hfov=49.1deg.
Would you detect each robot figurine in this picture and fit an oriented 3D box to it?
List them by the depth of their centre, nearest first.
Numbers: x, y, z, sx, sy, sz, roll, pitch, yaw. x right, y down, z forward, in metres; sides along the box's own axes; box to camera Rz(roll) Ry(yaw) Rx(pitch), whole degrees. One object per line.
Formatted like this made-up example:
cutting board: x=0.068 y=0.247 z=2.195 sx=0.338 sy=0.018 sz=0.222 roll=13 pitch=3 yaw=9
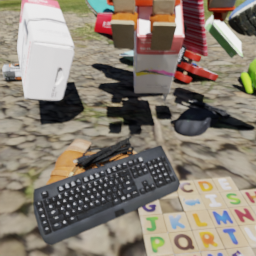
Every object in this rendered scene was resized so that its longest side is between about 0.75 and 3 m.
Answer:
robot figurine: x=5.129 y=-1.873 z=10.159 sx=1.874 sy=1.235 sz=2.136 roll=-21 pitch=26 yaw=16

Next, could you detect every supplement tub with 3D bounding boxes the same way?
supplement tub: x=-4.437 y=-2.254 z=11.384 sx=1.106 sy=0.678 sz=0.678 roll=-5 pitch=30 yaw=-9

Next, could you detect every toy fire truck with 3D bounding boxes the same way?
toy fire truck: x=2.524 y=-2.519 z=11.653 sx=1.713 sy=1.143 sz=2.039 roll=8 pitch=21 yaw=-38

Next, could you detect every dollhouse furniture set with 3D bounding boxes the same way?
dollhouse furniture set: x=0.675 y=-2.243 z=4.512 sx=2.048 sy=2.070 sz=1.066 roll=2 pitch=-14 yaw=2

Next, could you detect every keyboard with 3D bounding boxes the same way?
keyboard: x=-0.403 y=0.944 z=5.295 sx=2.807 sy=0.556 sz=1.461 roll=-17 pitch=64 yaw=-23

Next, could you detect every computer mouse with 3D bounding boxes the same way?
computer mouse: x=2.079 y=-0.384 z=8.297 sx=1.376 sy=0.524 sz=1.987 roll=22 pitch=37 yaw=32

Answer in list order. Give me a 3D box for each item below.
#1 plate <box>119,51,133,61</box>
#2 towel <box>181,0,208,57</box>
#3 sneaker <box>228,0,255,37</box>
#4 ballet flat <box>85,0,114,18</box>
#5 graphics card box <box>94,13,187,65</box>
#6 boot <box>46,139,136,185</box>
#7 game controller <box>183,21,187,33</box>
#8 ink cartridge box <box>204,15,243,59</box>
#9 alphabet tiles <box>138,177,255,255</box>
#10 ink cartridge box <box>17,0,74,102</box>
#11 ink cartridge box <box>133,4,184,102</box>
plate: x=1.016 y=-3.560 z=13.590 sx=2.853 sy=0.365 sz=2.853 roll=-7 pitch=20 yaw=2
towel: x=2.148 y=-3.898 z=10.271 sx=0.276 sy=2.452 sz=1.773 roll=-39 pitch=47 yaw=-15
sneaker: x=2.302 y=-2.022 z=4.173 sx=1.683 sy=0.661 sz=0.750 roll=-27 pitch=44 yaw=27
ballet flat: x=-0.462 y=-3.768 z=9.679 sx=2.373 sy=0.893 sz=0.805 roll=29 pitch=66 yaw=12
graphics card box: x=0.388 y=-2.529 z=8.046 sx=2.385 sy=0.607 sz=1.497 roll=10 pitch=11 yaw=-44
boot: x=-0.660 y=0.957 z=5.858 sx=1.871 sy=0.718 sz=1.453 roll=17 pitch=40 yaw=8
game controller: x=0.423 y=-3.595 z=7.567 sx=0.619 sy=2.940 sz=1.533 roll=-50 pitch=17 yaw=-2
ink cartridge box: x=2.340 y=-2.191 z=6.880 sx=1.070 sy=0.353 sz=1.471 roll=44 pitch=36 yaw=-10
alphabet tiles: x=1.513 y=1.683 z=5.148 sx=2.579 sy=0.097 sz=2.156 roll=-4 pitch=30 yaw=-5
ink cartridge box: x=-2.183 y=-2.016 z=7.118 sx=0.967 sy=1.661 sz=2.280 roll=-1 pitch=47 yaw=-29
ink cartridge box: x=0.534 y=-1.696 z=6.004 sx=0.840 sy=2.488 sz=1.449 roll=0 pitch=68 yaw=0
